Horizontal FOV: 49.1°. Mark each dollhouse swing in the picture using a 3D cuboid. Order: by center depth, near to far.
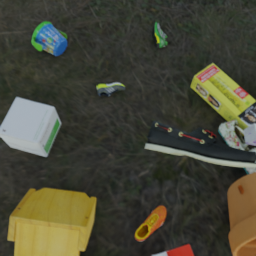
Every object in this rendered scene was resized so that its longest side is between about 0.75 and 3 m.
[{"bbox_3d":[-2.152,3.146,8.227,2.110,1.855,1.918,6,22,3],"label":"dollhouse swing"}]

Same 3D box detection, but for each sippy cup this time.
[{"bbox_3d":[-3.088,-3.492,11.275,1.063,1.139,1.451,37,78,6],"label":"sippy cup"}]

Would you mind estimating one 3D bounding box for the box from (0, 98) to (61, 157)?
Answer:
[{"bbox_3d":[-3.223,-0.011,9.350,1.424,1.220,1.417,14,64,7],"label":"box"}]

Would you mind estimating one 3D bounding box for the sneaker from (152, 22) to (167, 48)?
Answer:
[{"bbox_3d":[1.320,-3.900,11.816,0.529,0.485,1.243,-6,72,-11],"label":"sneaker"}]

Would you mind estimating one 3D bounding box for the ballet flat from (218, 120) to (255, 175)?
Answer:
[{"bbox_3d":[3.803,0.687,9.176,0.727,0.861,2.276,-42,62,29],"label":"ballet flat"}]

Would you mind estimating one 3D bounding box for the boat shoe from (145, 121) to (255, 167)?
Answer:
[{"bbox_3d":[1.485,0.336,5.856,2.323,0.850,0.728,12,85,27],"label":"boat shoe"}]

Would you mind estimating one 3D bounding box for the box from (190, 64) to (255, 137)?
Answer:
[{"bbox_3d":[3.669,-1.001,10.132,1.085,0.722,2.883,-34,68,-16],"label":"box"}]

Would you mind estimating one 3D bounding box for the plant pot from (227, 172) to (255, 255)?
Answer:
[{"bbox_3d":[3.837,2.363,7.628,2.535,2.535,1.774,-5,46,-3],"label":"plant pot"}]

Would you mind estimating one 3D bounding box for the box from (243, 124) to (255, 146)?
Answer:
[{"bbox_3d":[5.049,0.424,9.088,2.671,0.553,0.517,11,60,-16],"label":"box"}]

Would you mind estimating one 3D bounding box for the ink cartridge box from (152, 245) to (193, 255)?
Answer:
[{"bbox_3d":[1.124,4.189,7.659,1.835,0.434,1.469,-16,64,-6],"label":"ink cartridge box"}]

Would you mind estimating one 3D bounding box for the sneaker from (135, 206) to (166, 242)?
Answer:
[{"bbox_3d":[0.712,2.848,8.315,0.470,0.497,1.288,37,67,18],"label":"sneaker"}]

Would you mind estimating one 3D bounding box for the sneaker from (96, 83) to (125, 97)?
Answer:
[{"bbox_3d":[-0.643,-1.403,10.573,1.100,0.406,0.445,-6,70,5],"label":"sneaker"}]
